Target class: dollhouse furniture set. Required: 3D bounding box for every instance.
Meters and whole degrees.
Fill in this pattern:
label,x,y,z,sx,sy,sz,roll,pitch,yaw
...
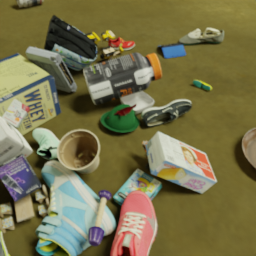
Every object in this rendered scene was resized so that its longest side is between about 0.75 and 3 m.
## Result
label,x,y,z,sx,sy,sz,roll,pitch,yaw
dollhouse furniture set,-3.125,1.926,8.115,1.412,1.000,1.537,-18,46,-15

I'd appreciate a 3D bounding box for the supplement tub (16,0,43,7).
label,x,y,z,sx,sy,sz,roll,pitch,yaw
supplement tub,-6.828,-9.033,19.319,1.667,1.170,1.170,-25,49,-24

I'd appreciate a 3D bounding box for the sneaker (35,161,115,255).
label,x,y,z,sx,sy,sz,roll,pitch,yaw
sneaker,-1.993,2.237,7.697,1.951,1.188,2.988,-34,52,-31

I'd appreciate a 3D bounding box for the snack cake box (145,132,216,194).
label,x,y,z,sx,sy,sz,roll,pitch,yaw
snack cake box,1.589,1.066,8.495,2.050,0.689,1.179,25,33,-25

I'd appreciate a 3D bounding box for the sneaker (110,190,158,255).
label,x,y,z,sx,sy,sz,roll,pitch,yaw
sneaker,0.147,2.744,6.855,1.046,1.231,2.838,2,52,11

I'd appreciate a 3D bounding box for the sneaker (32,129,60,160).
label,x,y,z,sx,sy,sz,roll,pitch,yaw
sneaker,-2.823,0.508,9.339,1.530,0.563,0.902,31,18,19

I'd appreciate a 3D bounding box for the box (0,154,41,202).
label,x,y,z,sx,sy,sz,roll,pitch,yaw
box,-3.070,1.390,7.898,0.797,1.077,0.562,-31,10,-15

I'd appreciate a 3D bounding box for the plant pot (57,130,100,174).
label,x,y,z,sx,sy,sz,roll,pitch,yaw
plant pot,-1.330,0.811,8.206,1.202,1.101,1.202,-2,65,5

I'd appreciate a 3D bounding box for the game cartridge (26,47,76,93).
label,x,y,z,sx,sy,sz,roll,pitch,yaw
game cartridge,-3.199,-2.383,11.650,1.567,2.351,0.476,14,66,16

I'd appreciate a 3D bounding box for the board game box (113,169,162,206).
label,x,y,z,sx,sy,sz,roll,pitch,yaw
board game box,0.293,1.935,8.451,0.915,0.284,1.212,27,59,31

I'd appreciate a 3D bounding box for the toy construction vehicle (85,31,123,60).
label,x,y,z,sx,sy,sz,roll,pitch,yaw
toy construction vehicle,-1.267,-4.199,14.304,1.797,0.633,1.565,-32,78,-39

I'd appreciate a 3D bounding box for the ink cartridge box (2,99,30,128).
label,x,y,z,sx,sy,sz,roll,pitch,yaw
ink cartridge box,-3.673,-0.454,9.182,0.554,0.551,0.762,32,78,-12

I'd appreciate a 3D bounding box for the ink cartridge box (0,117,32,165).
label,x,y,z,sx,sy,sz,roll,pitch,yaw
ink cartridge box,-4.070,0.642,7.975,1.874,2.566,1.082,-36,82,-13

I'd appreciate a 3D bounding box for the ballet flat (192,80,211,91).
label,x,y,z,sx,sy,sz,roll,pitch,yaw
ballet flat,3.358,-1.918,12.659,0.912,0.305,0.306,29,30,23

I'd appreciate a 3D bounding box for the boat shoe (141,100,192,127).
label,x,y,z,sx,sy,sz,roll,pitch,yaw
boat shoe,1.562,-0.514,10.885,2.059,0.779,0.621,-18,45,-2

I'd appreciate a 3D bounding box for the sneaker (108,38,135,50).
label,x,y,z,sx,sy,sz,roll,pitch,yaw
sneaker,-0.365,-4.564,15.102,1.468,0.623,0.565,-5,44,-5

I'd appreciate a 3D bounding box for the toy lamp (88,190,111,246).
label,x,y,z,sx,sy,sz,roll,pitch,yaw
toy lamp,-0.684,2.180,6.830,0.399,0.399,1.372,6,41,6

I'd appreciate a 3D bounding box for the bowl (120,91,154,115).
label,x,y,z,sx,sy,sz,roll,pitch,yaw
bowl,0.350,-1.016,11.570,1.149,0.430,1.151,-26,50,-26

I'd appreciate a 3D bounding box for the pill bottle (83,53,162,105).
label,x,y,z,sx,sy,sz,roll,pitch,yaw
pill bottle,-0.179,-2.053,11.194,2.933,1.558,1.558,-18,46,-1

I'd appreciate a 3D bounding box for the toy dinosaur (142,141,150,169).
label,x,y,z,sx,sy,sz,roll,pitch,yaw
toy dinosaur,0.894,0.992,9.160,0.657,0.872,1.285,-15,53,-15

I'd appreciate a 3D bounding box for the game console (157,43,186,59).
label,x,y,z,sx,sy,sz,roll,pitch,yaw
game console,2.317,-4.133,15.027,1.223,0.723,1.044,-10,14,-11

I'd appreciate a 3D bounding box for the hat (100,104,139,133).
label,x,y,z,sx,sy,sz,roll,pitch,yaw
hat,-0.174,-0.808,10.436,1.753,1.543,1.452,23,40,23

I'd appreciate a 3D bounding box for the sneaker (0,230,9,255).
label,x,y,z,sx,sy,sz,roll,pitch,yaw
sneaker,-3.686,2.849,7.275,0.787,0.862,2.129,-30,52,-27

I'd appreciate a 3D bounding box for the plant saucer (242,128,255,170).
label,x,y,z,sx,sy,sz,roll,pitch,yaw
plant saucer,5.191,0.951,9.571,2.594,0.416,2.594,0,45,0

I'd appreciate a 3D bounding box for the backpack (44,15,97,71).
label,x,y,z,sx,sy,sz,roll,pitch,yaw
backpack,-2.592,-3.709,12.882,2.382,1.832,1.943,12,53,-21

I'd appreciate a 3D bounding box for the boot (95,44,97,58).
label,x,y,z,sx,sy,sz,roll,pitch,yaw
boot,-2.557,-3.754,14.177,1.915,0.865,2.337,4,45,-3

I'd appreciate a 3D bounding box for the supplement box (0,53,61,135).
label,x,y,z,sx,sy,sz,roll,pitch,yaw
supplement box,-4.509,-1.222,10.835,2.610,1.754,2.612,33,53,29

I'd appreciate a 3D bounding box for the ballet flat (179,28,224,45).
label,x,y,z,sx,sy,sz,roll,pitch,yaw
ballet flat,4.091,-5.148,15.584,2.499,0.796,0.842,-3,44,-2
